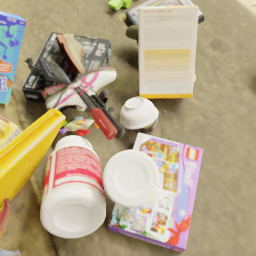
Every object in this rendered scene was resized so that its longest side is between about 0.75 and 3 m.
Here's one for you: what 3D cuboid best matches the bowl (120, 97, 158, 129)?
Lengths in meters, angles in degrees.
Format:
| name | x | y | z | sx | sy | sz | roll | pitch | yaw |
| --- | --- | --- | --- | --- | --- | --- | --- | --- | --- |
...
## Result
| name | x | y | z | sx | sy | sz | roll | pitch | yaw |
| --- | --- | --- | --- | --- | --- | --- | --- | --- | --- |
| bowl | 0.261 | -0.546 | 8.437 | 1.215 | 0.546 | 1.215 | -12 | 35 | 9 |

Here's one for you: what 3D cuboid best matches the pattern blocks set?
| name | x | y | z | sx | sy | sz | roll | pitch | yaw |
| --- | --- | --- | --- | --- | --- | --- | --- | --- | --- |
| pattern blocks set | -1.435 | -0.070 | 8.221 | 1.337 | 0.123 | 1.521 | 6 | 19 | 21 |

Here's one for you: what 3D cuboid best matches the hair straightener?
| name | x | y | z | sx | sy | sz | roll | pitch | yaw |
| --- | --- | --- | --- | --- | --- | --- | --- | --- | --- |
| hair straightener | -0.773 | -0.461 | 7.398 | 2.034 | 0.416 | 0.783 | 45 | 24 | 26 |

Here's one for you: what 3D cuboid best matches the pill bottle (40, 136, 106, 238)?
| name | x | y | z | sx | sy | sz | roll | pitch | yaw |
| --- | --- | --- | --- | --- | --- | --- | --- | --- | --- |
| pill bottle | -1.294 | 1.231 | 6.665 | 1.344 | 1.344 | 2.395 | -9 | 32 | -6 |

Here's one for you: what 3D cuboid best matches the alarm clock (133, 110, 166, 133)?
| name | x | y | z | sx | sy | sz | roll | pitch | yaw |
| --- | --- | --- | --- | --- | --- | --- | --- | --- | --- |
| alarm clock | 0.636 | -0.283 | 8.654 | 1.154 | 0.384 | 0.778 | -20 | 64 | 7 |

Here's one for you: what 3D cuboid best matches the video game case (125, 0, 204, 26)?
| name | x | y | z | sx | sy | sz | roll | pitch | yaw |
| --- | --- | --- | --- | --- | --- | --- | --- | --- | --- |
| video game case | 1.419 | -4.481 | 11.228 | 2.433 | 0.310 | 2.199 | -28 | 61 | -1 |

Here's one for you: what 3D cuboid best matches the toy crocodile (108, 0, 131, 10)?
| name | x | y | z | sx | sy | sz | roll | pitch | yaw |
| --- | --- | --- | --- | --- | --- | --- | --- | --- | --- |
| toy crocodile | -0.009 | -5.882 | 12.213 | 0.772 | 0.706 | 2.288 | 35 | 64 | 20 |

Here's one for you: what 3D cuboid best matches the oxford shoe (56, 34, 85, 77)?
| name | x | y | z | sx | sy | sz | roll | pitch | yaw |
| --- | --- | --- | --- | --- | --- | --- | --- | --- | --- |
| oxford shoe | -1.752 | -2.469 | 9.248 | 0.700 | 0.659 | 1.871 | -22 | 68 | -19 |

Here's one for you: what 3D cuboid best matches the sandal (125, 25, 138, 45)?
| name | x | y | z | sx | sy | sz | roll | pitch | yaw |
| --- | --- | --- | --- | --- | --- | --- | --- | --- | --- |
| sandal | 0.876 | -2.931 | 9.975 | 2.378 | 0.944 | 0.678 | 32 | 86 | 15 |

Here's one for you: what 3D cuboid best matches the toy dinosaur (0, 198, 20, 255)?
| name | x | y | z | sx | sy | sz | roll | pitch | yaw |
| --- | --- | --- | --- | --- | --- | --- | --- | --- | --- |
| toy dinosaur | -3.569 | 3.262 | 5.511 | 2.705 | 1.565 | 2.981 | -7 | 73 | -35 |

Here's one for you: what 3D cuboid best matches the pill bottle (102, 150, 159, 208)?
| name | x | y | z | sx | sy | sz | roll | pitch | yaw |
| --- | --- | --- | --- | --- | --- | --- | --- | --- | --- |
| pill bottle | -0.002 | 1.129 | 6.193 | 1.095 | 1.966 | 1.095 | 1 | 79 | -4 |

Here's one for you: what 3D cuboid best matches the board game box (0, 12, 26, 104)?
| name | x | y | z | sx | sy | sz | roll | pitch | yaw |
| --- | --- | --- | --- | --- | --- | --- | --- | --- | --- |
| board game box | -4.341 | -2.098 | 8.131 | 2.067 | 2.718 | 0.611 | 1 | 30 | -41 |

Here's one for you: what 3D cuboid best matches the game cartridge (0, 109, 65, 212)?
| name | x | y | z | sx | sy | sz | roll | pitch | yaw |
| --- | --- | --- | --- | --- | --- | --- | --- | --- | --- |
| game cartridge | -2.618 | 1.059 | 6.292 | 0.439 | 2.708 | 2.387 | 37 | 33 | -4 |

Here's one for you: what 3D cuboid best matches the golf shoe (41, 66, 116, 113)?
| name | x | y | z | sx | sy | sz | roll | pitch | yaw |
| --- | --- | --- | --- | --- | --- | --- | --- | --- | --- |
| golf shoe | -1.344 | -1.056 | 8.378 | 2.299 | 0.835 | 1.059 | -24 | 90 | 1 |

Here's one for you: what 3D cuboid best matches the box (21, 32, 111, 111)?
| name | x | y | z | sx | sy | sz | roll | pitch | yaw |
| --- | --- | --- | --- | --- | --- | --- | --- | --- | --- |
| box | -2.024 | -2.069 | 9.800 | 2.301 | 0.625 | 2.873 | 9 | 58 | 6 |

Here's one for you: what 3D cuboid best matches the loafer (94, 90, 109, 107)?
| name | x | y | z | sx | sy | sz | roll | pitch | yaw |
| --- | --- | --- | --- | --- | --- | --- | --- | --- | --- |
| loafer | -0.862 | -0.810 | 8.840 | 0.335 | 0.931 | 0.293 | 8 | 54 | -24 |

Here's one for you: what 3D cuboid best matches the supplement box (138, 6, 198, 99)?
| name | x | y | z | sx | sy | sz | roll | pitch | yaw |
| --- | --- | --- | --- | --- | --- | --- | --- | --- | --- |
| supplement box | 1.166 | -2.329 | 8.723 | 1.694 | 2.689 | 0.989 | 0 | 23 | 2 |

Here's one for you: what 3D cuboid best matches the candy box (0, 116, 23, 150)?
| name | x | y | z | sx | sy | sz | roll | pitch | yaw |
| --- | --- | --- | --- | --- | --- | --- | --- | --- | --- |
| candy box | -3.817 | 0.820 | 6.588 | 1.550 | 0.750 | 2.656 | 26 | 67 | 22 |

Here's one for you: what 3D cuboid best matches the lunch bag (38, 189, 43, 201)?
| name | x | y | z | sx | sy | sz | roll | pitch | yaw |
| --- | --- | --- | --- | --- | --- | --- | --- | --- | --- |
| lunch bag | -1.916 | 1.739 | 7.325 | 0.622 | 0.776 | 0.299 | 18 | 100 | 19 |

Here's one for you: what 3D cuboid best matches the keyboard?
| name | x | y | z | sx | sy | sz | roll | pitch | yaw |
| --- | --- | --- | --- | --- | --- | --- | --- | --- | --- |
| keyboard | -2.447 | -1.772 | 8.369 | 1.216 | 0.197 | 1.914 | 10 | 21 | -30 |

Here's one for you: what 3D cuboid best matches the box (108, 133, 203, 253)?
| name | x | y | z | sx | sy | sz | roll | pitch | yaw |
| --- | --- | --- | --- | --- | --- | --- | --- | --- | --- |
| box | 0.809 | 1.598 | 7.491 | 1.903 | 0.544 | 2.781 | 14 | 58 | 9 |

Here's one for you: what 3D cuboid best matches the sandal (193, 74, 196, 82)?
| name | x | y | z | sx | sy | sz | roll | pitch | yaw |
| --- | --- | --- | --- | --- | --- | --- | --- | --- | --- |
| sandal | 1.548 | -1.908 | 9.771 | 1.693 | 0.485 | 0.649 | -2 | 60 | -1 |
